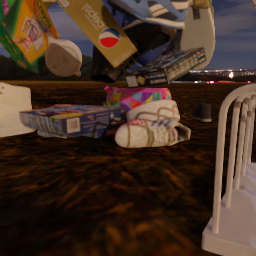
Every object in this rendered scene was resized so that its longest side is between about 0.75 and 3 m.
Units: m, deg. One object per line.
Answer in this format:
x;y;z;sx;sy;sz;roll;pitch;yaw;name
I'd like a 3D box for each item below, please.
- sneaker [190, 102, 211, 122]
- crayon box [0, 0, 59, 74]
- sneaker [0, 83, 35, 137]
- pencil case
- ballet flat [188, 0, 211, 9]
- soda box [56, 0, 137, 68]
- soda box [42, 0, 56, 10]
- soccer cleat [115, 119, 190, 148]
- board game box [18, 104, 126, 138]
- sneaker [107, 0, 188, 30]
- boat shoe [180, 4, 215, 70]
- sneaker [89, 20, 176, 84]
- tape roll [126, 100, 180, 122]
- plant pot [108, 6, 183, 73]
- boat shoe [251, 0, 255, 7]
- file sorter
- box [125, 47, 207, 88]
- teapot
2.656;-0.638;10.122;0.453;0.644;1.212;-3;12;-15;sneaker
-3.229;-3.123;8.723;0.809;1.650;2.779;22;-15;10;crayon box
-3.704;-0.476;7.131;0.962;1.509;2.612;12;18;42;sneaker
0.347;-1.082;11.159;2.665;1.178;1.178;5;12;25;pencil case
1.043;-3.001;5.703;0.789;0.789;2.232;7;-11;32;ballet flat
-0.613;-2.031;5.300;1.904;0.609;0.645;43;14;-49;soda box
-3.041;-4.185;9.426;0.514;0.486;1.518;-27;14;-38;soda box
0.614;0.119;6.324;1.823;0.637;0.787;-8;17;-31;soccer cleat
-1.653;-0.202;7.749;2.296;0.708;2.297;8;14;39;board game box
0.391;-2.206;4.888;1.683;0.692;0.622;-5;34;-37;sneaker
2.227;-3.390;8.790;1.059;2.995;0.954;3;26;24;boat shoe
0.078;-1.803;6.918;2.347;1.247;0.878;-5;-22;36;sneaker
0.638;-0.267;7.270;1.341;0.469;1.341;-13;-13;-3;tape roll
0.472;-3.378;10.887;2.748;2.470;2.748;35;12;11;plant pot
4.083;-3.258;7.349;1.809;0.666;0.591;9;5;2;boat shoe
2.076;0.279;3.133;1.747;1.568;2.518;7;13;29;file sorter
1.050;-1.675;7.781;1.475;0.427;1.856;2;29;48;box
-2.099;-2.339;9.194;1.249;1.265;0.924;4;31;-16;teapot
